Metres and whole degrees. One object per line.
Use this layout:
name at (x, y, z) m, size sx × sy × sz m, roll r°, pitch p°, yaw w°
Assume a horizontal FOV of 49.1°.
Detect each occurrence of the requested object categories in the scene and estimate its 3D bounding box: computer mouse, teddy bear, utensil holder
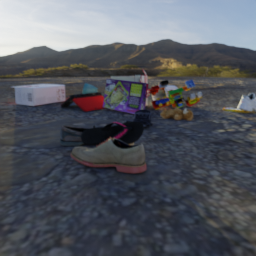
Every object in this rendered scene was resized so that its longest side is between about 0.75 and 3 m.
computer mouse at (0.511, -0.278, 11.271) m, size 1.126 × 0.429 × 1.626 m, roll 3°, pitch 24°, yaw 12°
teddy bear at (2.166, -0.651, 12.562) m, size 1.456 × 0.486 × 1.056 m, roll 10°, pitch 19°, yaw 37°
utensil holder at (2.306, -2.007, 16.962) m, size 1.344 × 1.142 × 1.142 m, roll -8°, pitch 15°, yaw -43°

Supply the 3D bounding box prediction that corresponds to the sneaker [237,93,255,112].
sneaker at (6.250, -1.262, 13.966) m, size 1.822 × 0.905 × 0.710 m, roll 0°, pitch 15°, yaw -38°

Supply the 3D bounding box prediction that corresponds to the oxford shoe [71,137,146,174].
oxford shoe at (-0.496, 0.559, 6.808) m, size 2.008 × 0.751 × 0.707 m, roll 5°, pitch 14°, yaw 20°

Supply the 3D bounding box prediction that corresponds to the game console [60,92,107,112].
game console at (-2.298, -1.211, 15.539) m, size 2.153 × 1.278 × 1.856 m, roll -14°, pitch -12°, yaw -46°

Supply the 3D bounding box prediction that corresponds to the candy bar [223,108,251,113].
candy bar at (5.514, -0.882, 14.254) m, size 1.385 × 0.153 × 0.345 m, roll 12°, pitch 17°, yaw 37°

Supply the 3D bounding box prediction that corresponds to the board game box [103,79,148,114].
board game box at (-0.189, -1.572, 13.939) m, size 2.575 × 1.545 × 0.416 m, roll 15°, pitch 5°, yaw 40°

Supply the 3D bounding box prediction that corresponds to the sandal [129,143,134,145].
sandal at (-0.119, 0.409, 7.892) m, size 0.610 × 0.547 × 1.663 m, roll 0°, pitch 13°, yaw -2°

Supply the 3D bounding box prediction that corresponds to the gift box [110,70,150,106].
gift box at (0.191, -2.147, 15.375) m, size 1.987 × 2.128 × 1.964 m, roll 3°, pitch 15°, yaw 13°

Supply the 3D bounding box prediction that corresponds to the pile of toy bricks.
pile of toy bricks at (2.480, -1.682, 15.668) m, size 2.895 × 1.606 × 1.429 m, roll -15°, pitch -22°, yaw -15°

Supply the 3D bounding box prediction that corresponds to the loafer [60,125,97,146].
loafer at (-1.157, 0.187, 8.729) m, size 1.891 × 0.595 × 0.679 m, roll -4°, pitch 14°, yaw -17°

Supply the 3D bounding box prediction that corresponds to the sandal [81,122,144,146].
sandal at (-0.425, 0.136, 7.458) m, size 1.721 × 0.646 × 0.388 m, roll -7°, pitch -32°, yaw 1°

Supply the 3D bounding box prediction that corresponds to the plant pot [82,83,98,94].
plant pot at (-2.685, -2.600, 19.983) m, size 0.934 × 0.994 × 0.994 m, roll 13°, pitch 14°, yaw 2°

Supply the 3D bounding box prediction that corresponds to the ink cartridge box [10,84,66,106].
ink cartridge box at (-5.584, -2.101, 17.385) m, size 2.237 × 1.068 × 2.548 m, roll 9°, pitch 16°, yaw 32°
